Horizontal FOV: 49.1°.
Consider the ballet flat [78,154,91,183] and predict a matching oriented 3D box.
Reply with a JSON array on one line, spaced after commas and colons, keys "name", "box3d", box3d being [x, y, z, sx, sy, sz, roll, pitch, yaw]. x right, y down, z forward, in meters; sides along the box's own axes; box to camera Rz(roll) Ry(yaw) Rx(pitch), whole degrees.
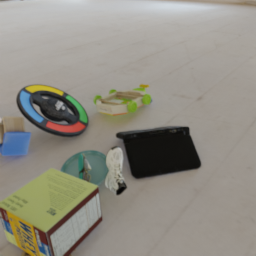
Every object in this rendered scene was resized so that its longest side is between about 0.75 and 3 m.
[{"name": "ballet flat", "box3d": [-1.333, 1.361, 8.608, 0.412, 0.412, 1.145, -2, 58, -4]}]

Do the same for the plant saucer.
[{"name": "plant saucer", "box3d": [-1.350, 1.365, 8.880, 1.610, 0.221, 1.610, -7, 43, 6]}]

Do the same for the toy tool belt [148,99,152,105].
[{"name": "toy tool belt", "box3d": [0.931, -1.282, 13.008, 0.482, 0.474, 0.772, -48, 32, 7]}]

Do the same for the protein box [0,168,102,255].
[{"name": "protein box", "box3d": [-1.848, 2.095, 6.857, 1.703, 1.157, 1.715, 13, 30, 31]}]

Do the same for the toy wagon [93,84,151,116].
[{"name": "toy wagon", "box3d": [-0.054, -1.287, 12.344, 2.188, 0.558, 2.820, 15, 31, 39]}]

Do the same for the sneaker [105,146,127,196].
[{"name": "sneaker", "box3d": [-0.247, 1.273, 7.968, 0.536, 1.421, 0.818, -8, 25, -31]}]

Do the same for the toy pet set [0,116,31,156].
[{"name": "toy pet set", "box3d": [-4.672, 0.393, 9.446, 2.258, 2.418, 1.284, 2, 67, -39]}]

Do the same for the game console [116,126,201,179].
[{"name": "game console", "box3d": [0.984, 0.758, 10.023, 2.459, 1.431, 2.163, -6, 3, -14]}]

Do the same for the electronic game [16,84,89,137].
[{"name": "electronic game", "box3d": [-2.885, -0.727, 10.987, 2.912, 0.606, 2.912, 27, 29, -17]}]

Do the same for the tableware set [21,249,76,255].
[{"name": "tableware set", "box3d": [-1.918, 3.009, 6.531, 1.266, 0.254, 0.837, 5, 33, 8]}]
